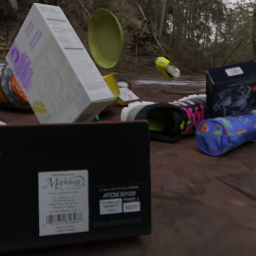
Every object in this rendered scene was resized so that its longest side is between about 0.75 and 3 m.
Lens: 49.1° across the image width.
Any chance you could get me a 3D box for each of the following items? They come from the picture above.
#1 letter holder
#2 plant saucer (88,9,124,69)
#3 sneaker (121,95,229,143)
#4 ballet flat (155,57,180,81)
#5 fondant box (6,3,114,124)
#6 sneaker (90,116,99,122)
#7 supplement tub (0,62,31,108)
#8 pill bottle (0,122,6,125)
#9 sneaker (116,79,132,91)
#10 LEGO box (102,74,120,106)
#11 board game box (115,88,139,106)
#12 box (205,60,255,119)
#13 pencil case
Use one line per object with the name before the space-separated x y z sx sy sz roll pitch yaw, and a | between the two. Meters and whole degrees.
letter holder | -0.980 0.475 3.034 2.119 1.066 1.506 -2 2 -13
plant saucer | -0.795 -3.306 10.469 0.329 2.119 2.119 -18 21 -37
sneaker | 1.214 -0.181 6.571 2.677 0.987 1.171 -3 18 -8
ballet flat | 1.346 -1.772 8.833 0.498 0.497 1.487 30 4 33
fondant box | -1.519 -1.070 5.865 0.678 2.328 1.680 -17 -17 -50
sneaker | -1.615 -0.543 7.231 0.874 0.954 2.240 -40 46 -22
supplement tub | -4.344 -1.639 10.657 2.843 1.741 1.741 6 14 40
pill bottle | -2.317 0.237 4.955 0.409 0.409 0.752 -9 -22 -36
sneaker | -1.018 -1.862 14.025 2.355 1.044 0.906 2 55 -25
LEGO box | -1.325 -1.152 9.720 1.681 0.871 2.257 -16 12 10
board game box | -0.170 -1.370 12.102 0.861 0.227 1.125 43 32 21
box | 2.222 -0.799 5.922 1.044 0.951 0.544 -12 45 4
pencil case | 2.242 0.063 5.911 1.837 0.717 0.798 -12 14 -40
